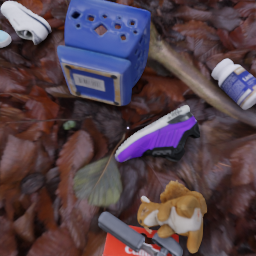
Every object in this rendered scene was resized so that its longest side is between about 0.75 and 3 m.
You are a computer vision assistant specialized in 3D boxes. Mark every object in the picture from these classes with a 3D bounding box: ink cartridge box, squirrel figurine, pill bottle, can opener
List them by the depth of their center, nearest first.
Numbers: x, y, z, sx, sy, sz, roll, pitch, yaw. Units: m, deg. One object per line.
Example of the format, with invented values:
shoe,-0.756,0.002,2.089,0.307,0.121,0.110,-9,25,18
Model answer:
ink cartridge box,0.192,3.612,6.670,1.923,0.675,2.366,9,69,5
can opener,0.299,2.716,7.057,2.177,0.581,0.728,29,56,17
squirrel figurine,1.083,2.102,7.094,1.549,1.174,1.660,-8,16,34
pill bottle,3.483,-1.422,8.918,0.911,0.911,1.574,-34,69,-15

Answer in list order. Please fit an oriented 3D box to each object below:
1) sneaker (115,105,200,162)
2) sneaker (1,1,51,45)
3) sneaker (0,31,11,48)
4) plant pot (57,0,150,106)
sneaker,0.938,0.491,7.999,2.611,0.908,1.299,-30,85,-5
sneaker,-3.893,-3.840,10.201,2.203,0.841,0.887,31,77,16
sneaker,-5.229,-3.479,9.952,2.101,0.861,0.776,16,66,8
plant pot,-0.740,-2.113,8.439,2.381,2.380,2.140,14,66,6
